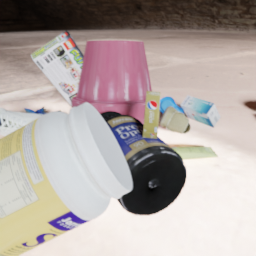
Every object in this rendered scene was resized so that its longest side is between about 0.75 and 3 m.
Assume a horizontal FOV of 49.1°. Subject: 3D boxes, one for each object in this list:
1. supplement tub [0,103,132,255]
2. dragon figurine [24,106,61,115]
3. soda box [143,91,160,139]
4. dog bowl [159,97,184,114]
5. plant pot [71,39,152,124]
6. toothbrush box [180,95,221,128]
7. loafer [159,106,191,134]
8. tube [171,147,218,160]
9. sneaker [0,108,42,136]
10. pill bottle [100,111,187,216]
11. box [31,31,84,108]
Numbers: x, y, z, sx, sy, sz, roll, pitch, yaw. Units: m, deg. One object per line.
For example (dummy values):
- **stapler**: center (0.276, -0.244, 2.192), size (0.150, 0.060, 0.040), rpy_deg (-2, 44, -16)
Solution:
- **supplement tub**: center (-1.402, 0.859, 4.555), size (2.540, 1.847, 1.847), rpy_deg (-27, 24, 7)
- **dragon figurine**: center (-3.003, -0.288, 9.194), size (2.382, 0.701, 1.184), rpy_deg (13, 13, 26)
- **soda box**: center (0.467, -0.263, 5.574), size (0.291, 0.308, 0.910), rpy_deg (6, 67, 3)
- **dog bowl**: center (1.571, -0.610, 10.181), size (0.677, 0.301, 1.214), rpy_deg (-39, 55, 4)
- **plant pot**: center (-0.434, -1.568, 9.491), size (2.951, 2.641, 2.951), rpy_deg (1, 13, 0)
- **toothbrush box**: center (2.560, -0.592, 9.933), size (1.176, 0.861, 0.502), rpy_deg (29, 77, 44)
- **loafer**: center (1.522, -0.189, 8.627), size (0.626, 0.694, 1.833), rpy_deg (29, 9, 26)
- **tube**: center (1.694, 0.710, 7.785), size (1.508, 0.391, 0.437), rpy_deg (-3, 66, -8)
- **sneaker**: center (-3.179, -0.009, 7.934), size (2.772, 1.012, 0.981), rpy_deg (6, -6, 31)
- **pill bottle**: center (-0.011, 0.608, 6.536), size (1.550, 1.550, 2.772), rpy_deg (-10, 26, -21)
- **box**: center (-2.047, -1.925, 10.250), size (1.525, 2.771, 0.481), rpy_deg (-34, 45, -2)
